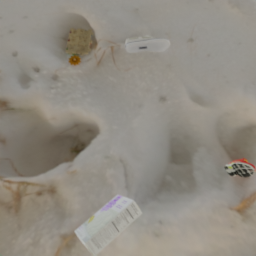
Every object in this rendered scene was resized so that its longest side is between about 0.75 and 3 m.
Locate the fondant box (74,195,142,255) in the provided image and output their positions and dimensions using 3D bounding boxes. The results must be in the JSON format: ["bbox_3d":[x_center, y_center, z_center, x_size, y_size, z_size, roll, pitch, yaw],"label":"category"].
[{"bbox_3d":[-0.579,2.627,7.768,1.665,1.201,0.485,-35,99,-22],"label":"fondant box"}]

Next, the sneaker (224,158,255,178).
[{"bbox_3d":[3.491,1.151,8.637,0.588,1.384,0.533,-35,90,-12],"label":"sneaker"}]

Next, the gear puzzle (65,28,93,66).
[{"bbox_3d":[-2.128,-3.477,12.138,1.079,0.273,2.084,4,62,0],"label":"gear puzzle"}]

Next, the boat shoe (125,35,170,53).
[{"bbox_3d":[0.818,-3.651,12.010,1.898,0.683,0.624,-7,63,6],"label":"boat shoe"}]
